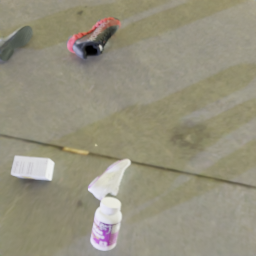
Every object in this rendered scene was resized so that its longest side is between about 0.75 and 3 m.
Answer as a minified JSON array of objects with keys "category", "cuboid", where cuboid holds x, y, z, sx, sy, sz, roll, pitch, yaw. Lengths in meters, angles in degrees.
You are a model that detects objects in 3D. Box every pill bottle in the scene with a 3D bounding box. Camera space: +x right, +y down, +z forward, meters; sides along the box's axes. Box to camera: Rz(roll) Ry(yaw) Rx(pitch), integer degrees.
[{"category":"pill bottle","cuboid":[-0.597,2.677,7.882,0.741,0.741,1.319,13,104,7]}]

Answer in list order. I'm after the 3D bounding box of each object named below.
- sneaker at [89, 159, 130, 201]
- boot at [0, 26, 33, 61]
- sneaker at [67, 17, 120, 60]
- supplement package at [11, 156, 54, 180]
[{"category":"sneaker","cuboid":[-0.476,1.675,9.021,1.609,0.602,0.801,-40,87,-19]},{"category":"boot","cuboid":[-5.177,-3.785,11.836,1.365,0.708,2.090,26,63,19]},{"category":"sneaker","cuboid":[-1.216,-3.670,11.623,2.522,0.892,1.232,-35,67,-15]},{"category":"supplement package","cuboid":[-3.076,1.313,9.069,1.111,0.632,0.609,4,70,4]}]
